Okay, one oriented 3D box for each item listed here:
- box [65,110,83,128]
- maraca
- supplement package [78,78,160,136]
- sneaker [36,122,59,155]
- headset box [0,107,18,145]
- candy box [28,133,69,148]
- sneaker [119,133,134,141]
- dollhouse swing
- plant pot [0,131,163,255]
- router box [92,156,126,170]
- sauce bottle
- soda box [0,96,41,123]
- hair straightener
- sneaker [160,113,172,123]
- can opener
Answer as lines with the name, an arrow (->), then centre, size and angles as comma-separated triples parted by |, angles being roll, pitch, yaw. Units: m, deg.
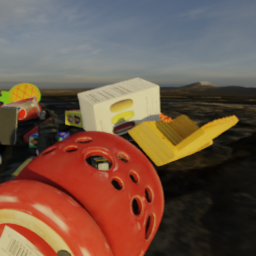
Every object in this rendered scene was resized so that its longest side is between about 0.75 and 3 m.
box -> -1.888, -0.397, 13.806 | 1.122, 0.747, 2.982 | -7, 11, -41
maraca -> -7.171, -2.032, 18.635 | 2.598, 1.781, 1.390 | -23, -10, -23
supplement package -> -0.300, -0.718, 10.201 | 2.586, 1.471, 1.416 | -20, 30, -25
sneaker -> -2.263, 0.395, 8.118 | 0.733, 1.029, 2.074 | -1, 10, -28
headset box -> -4.990, -0.139, 9.213 | 2.239, 1.193, 2.572 | 4, -1, -31
candy box -> -2.741, 0.423, 9.807 | 1.149, 0.443, 0.972 | 0, 8, 4
sneaker -> 0.172, 0.257, 10.842 | 1.686, 0.635, 0.743 | -10, -18, -11
dollhouse swing -> 1.572, -0.108, 7.948 | 2.125, 1.868, 1.931 | -10, 50, -46
plant pot -> -0.594, 1.000, 2.956 | 1.634, 1.634, 1.488 | 4, 18, 23
router box -> -0.491, 0.932, 7.407 | 0.813, 0.212, 0.639 | -4, 10, -22
sauce bottle -> -2.137, 1.014, 5.483 | 0.346, 0.346, 1.071 | 5, 36, 26
soda box -> -5.419, -0.695, 13.105 | 2.453, 0.859, 0.778 | -15, 25, -1
hair straightener -> -3.508, -0.063, 10.722 | 0.758, 0.403, 1.970 | -6, 33, 32
sneaker -> 1.347, -0.477, 12.283 | 2.484, 1.392, 0.964 | 6, 13, 33
can opener -> -4.976, -0.468, 14.265 | 2.645, 0.838, 1.040 | -2, -25, -1
